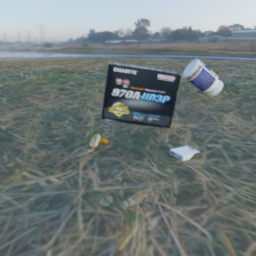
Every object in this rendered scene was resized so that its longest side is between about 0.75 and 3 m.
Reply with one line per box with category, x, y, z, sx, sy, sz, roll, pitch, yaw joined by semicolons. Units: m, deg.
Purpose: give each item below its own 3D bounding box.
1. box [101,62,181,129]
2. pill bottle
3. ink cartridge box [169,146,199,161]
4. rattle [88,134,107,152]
box;0.322;-0.859;7.552;1.925;1.530;0.443;8;18;-5
pill bottle;3.008;-1.960;11.178;1.495;0.865;0.865;35;13;-16
ink cartridge box;2.152;0.967;10.680;0.906;0.258;0.736;-4;18;-35
rattle;-1.223;0.749;11.341;0.608;0.668;0.934;-29;32;15
